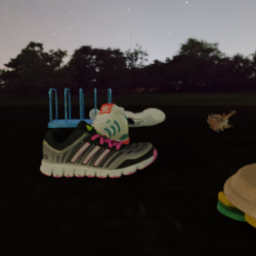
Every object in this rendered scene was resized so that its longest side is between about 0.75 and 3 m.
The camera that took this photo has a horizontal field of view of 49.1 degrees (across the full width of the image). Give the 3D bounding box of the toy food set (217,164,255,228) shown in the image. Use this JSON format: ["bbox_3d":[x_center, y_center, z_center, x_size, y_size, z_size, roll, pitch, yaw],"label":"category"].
[{"bbox_3d":[2.157,0.808,2.877,2.270,0.552,2.247,-1,6,-8],"label":"toy food set"}]

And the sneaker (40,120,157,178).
[{"bbox_3d":[-0.577,0.322,4.927,2.116,0.926,0.781,-4,11,10],"label":"sneaker"}]

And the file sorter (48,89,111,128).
[{"bbox_3d":[-2.231,-0.984,13.463,2.895,1.776,2.009,-1,6,-6],"label":"file sorter"}]

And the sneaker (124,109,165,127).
[{"bbox_3d":[0.605,-0.348,12.964,2.268,0.845,0.988,-7,17,0],"label":"sneaker"}]

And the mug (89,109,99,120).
[{"bbox_3d":[-1.676,-0.539,14.940,0.779,0.575,0.683,33,-22,10],"label":"mug"}]

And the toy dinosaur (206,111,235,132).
[{"bbox_3d":[3.789,-0.275,12.002,1.207,0.764,1.781,-7,2,-6],"label":"toy dinosaur"}]

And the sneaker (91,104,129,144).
[{"bbox_3d":[-0.720,-0.011,7.204,0.904,1.200,2.567,3,7,24],"label":"sneaker"}]
